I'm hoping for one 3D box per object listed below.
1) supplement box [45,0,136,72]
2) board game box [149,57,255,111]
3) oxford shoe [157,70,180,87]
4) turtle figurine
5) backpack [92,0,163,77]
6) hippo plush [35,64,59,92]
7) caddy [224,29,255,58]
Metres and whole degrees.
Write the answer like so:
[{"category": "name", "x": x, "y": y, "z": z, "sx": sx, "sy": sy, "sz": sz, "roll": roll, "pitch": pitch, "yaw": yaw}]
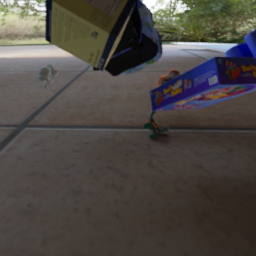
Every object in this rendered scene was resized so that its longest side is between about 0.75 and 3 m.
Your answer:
[{"category": "supplement box", "x": -1.131, "y": -2.961, "z": 7.866, "sx": 1.955, "sy": 1.313, "sz": 1.957, "roll": 27, "pitch": -21, "yaw": -7}, {"category": "board game box", "x": 1.892, "y": -0.965, "z": 6.754, "sx": 1.702, "sy": 0.567, "sz": 2.531, "roll": -5, "pitch": -6, "yaw": -26}, {"category": "oxford shoe", "x": 2.526, "y": -2.706, "z": 16.016, "sx": 0.835, "sy": 0.817, "sz": 2.292, "roll": 26, "pitch": 38, "yaw": 23}, {"category": "turtle figurine", "x": 0.920, "y": -0.088, "z": 9.382, "sx": 0.892, "sy": 0.600, "sz": 1.191, "roll": 45, "pitch": 32, "yaw": 1}, {"category": "backpack", "x": -0.037, "y": -3.702, "z": 11.355, "sx": 2.597, "sy": 2.838, "sz": 2.086, "roll": -20, "pitch": -26, "yaw": 34}, {"category": "hippo plush", "x": -2.914, "y": -1.793, "z": 9.649, "sx": 0.730, "sy": 0.916, "sz": 0.737, "roll": 21, "pitch": 9, "yaw": 9}, {"category": "caddy", "x": 4.263, "y": -2.420, "z": 8.877, "sx": 2.419, "sy": 1.270, "sz": 1.710, "roll": -31, "pitch": -3, "yaw": -36}]
